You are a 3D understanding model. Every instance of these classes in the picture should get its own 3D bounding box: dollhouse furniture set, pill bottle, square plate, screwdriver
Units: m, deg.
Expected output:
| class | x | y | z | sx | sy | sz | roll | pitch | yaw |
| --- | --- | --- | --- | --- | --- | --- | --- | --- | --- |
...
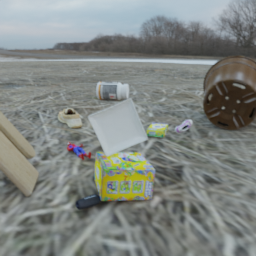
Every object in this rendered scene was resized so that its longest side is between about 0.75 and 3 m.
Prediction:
| class | x | y | z | sx | sy | sz | roll | pitch | yaw |
| --- | --- | --- | --- | --- | --- | --- | --- | --- | --- |
| dollhouse furniture set | -3.861 | 0.963 | 6.869 | 2.628 | 2.141 | 2.499 | -35 | 18 | 4 |
| pill bottle | -0.844 | -2.030 | 15.463 | 1.670 | 0.972 | 0.972 | 4 | 18 | 9 |
| square plate | -0.205 | -0.009 | 5.817 | 0.967 | 0.958 | 0.138 | -23 | 16 | 2 |
| screwdriver | -0.346 | 1.407 | 5.924 | 1.645 | 0.229 | 0.239 | -10 | -9 | -34 |

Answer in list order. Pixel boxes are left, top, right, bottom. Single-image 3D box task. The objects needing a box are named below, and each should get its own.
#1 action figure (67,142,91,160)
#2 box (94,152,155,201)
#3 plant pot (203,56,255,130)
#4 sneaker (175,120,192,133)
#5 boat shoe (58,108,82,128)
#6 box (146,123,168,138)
| class | x | y | z | sx | sy | sz | roll | pitch | yaw |
| --- | --- | --- | --- | --- | --- | --- | --- | --- | --- |
| action figure | -1.507 | 0.634 | 8.251 | 0.377 | 0.297 | 1.151 | -16 | 21 | -35 |
| box | -0.122 | 1.008 | 6.072 | 1.080 | 0.684 | 1.122 | 2 | 13 | -14 |
| plant pot | 4.086 | -1.306 | 11.010 | 2.595 | 2.595 | 2.569 | 7 | 26 | 21 |
| sneaker | 1.995 | -0.064 | 9.493 | 0.773 | 0.280 | 0.440 | -33 | 5 | -28 |
| boat shoe | -2.328 | -0.490 | 11.186 | 0.651 | 0.610 | 1.765 | -12 | 21 | -33 |
| box | 1.037 | 0.087 | 9.981 | 0.629 | 0.259 | 1.071 | 5 | 20 | 16 |
